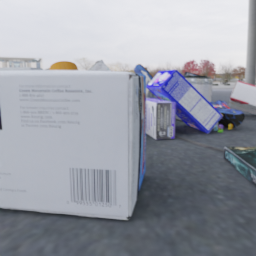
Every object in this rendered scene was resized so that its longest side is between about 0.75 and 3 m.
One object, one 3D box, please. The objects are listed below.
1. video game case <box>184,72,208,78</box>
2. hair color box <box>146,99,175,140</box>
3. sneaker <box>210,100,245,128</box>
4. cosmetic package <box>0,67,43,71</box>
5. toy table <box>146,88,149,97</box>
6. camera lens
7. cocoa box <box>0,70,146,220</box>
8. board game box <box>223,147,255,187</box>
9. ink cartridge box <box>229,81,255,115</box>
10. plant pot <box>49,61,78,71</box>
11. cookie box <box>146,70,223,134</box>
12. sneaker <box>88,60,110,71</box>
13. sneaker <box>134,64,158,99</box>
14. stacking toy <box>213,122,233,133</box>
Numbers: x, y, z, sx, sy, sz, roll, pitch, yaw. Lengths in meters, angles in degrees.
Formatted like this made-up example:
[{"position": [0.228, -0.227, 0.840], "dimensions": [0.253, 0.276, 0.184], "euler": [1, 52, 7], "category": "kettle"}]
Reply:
[{"position": [3.083, -1.874, 13.127], "dimensions": [1.161, 1.285, 0.164], "euler": [14, -2, -4], "category": "video game case"}, {"position": [0.878, -0.356, 9.120], "dimensions": [0.656, 1.107, 2.026], "euler": [-2, 10, -11], "category": "hair color box"}, {"position": [3.487, -0.638, 10.508], "dimensions": [0.858, 0.893, 2.276], "euler": [44, -8, -24], "category": "sneaker"}, {"position": [-4.286, -1.199, 10.753], "dimensions": [1.793, 2.174, 1.792], "euler": [-2, 11, -1], "category": "cosmetic package"}, {"position": [0.481, -0.766, 11.000], "dimensions": [1.652, 1.518, 0.967], "euler": [32, 20, -6], "category": "toy table"}, {"position": [2.834, -1.314, 12.182], "dimensions": [1.527, 1.909, 1.527], "euler": [1, 10, 0], "category": "camera lens"}, {"position": [-1.172, 0.058, 4.417], "dimensions": [2.820, 1.881, 1.851], "euler": [2, 10, 9], "category": "cocoa box"}, {"position": [2.854, 0.745, 5.124], "dimensions": [1.526, 0.318, 2.255], "euler": [0, 10, 1], "category": "board game box"}, {"position": [5.669, -1.347, 13.119], "dimensions": [1.581, 0.917, 2.142], "euler": [21, 3, 19], "category": "ink cartridge box"}, {"position": [-3.459, -2.359, 15.389], "dimensions": [2.383, 2.182, 2.383], "euler": [-8, -12, -2], "category": "plant pot"}, {"position": [1.882, -0.948, 9.750], "dimensions": [2.254, 0.847, 1.928], "euler": [41, 1, -14], "category": "cookie box"}, {"position": [-1.677, -1.657, 11.981], "dimensions": [2.625, 1.052, 0.923], "euler": [-41, 10, 27], "category": "sneaker"}, {"position": [0.850, -1.419, 11.827], "dimensions": [1.150, 2.609, 0.982], "euler": [-31, 22, 14], "category": "sneaker"}, {"position": [3.158, -0.023, 9.802], "dimensions": [0.829, 0.195, 0.625], "euler": [-13, 16, -37], "category": "stacking toy"}]
